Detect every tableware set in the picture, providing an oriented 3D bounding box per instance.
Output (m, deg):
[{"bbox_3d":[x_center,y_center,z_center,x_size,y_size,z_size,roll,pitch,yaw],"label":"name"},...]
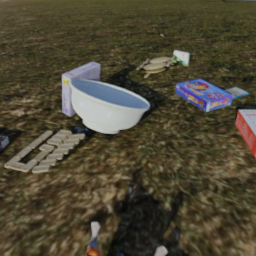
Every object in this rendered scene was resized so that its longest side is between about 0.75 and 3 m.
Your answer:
[{"bbox_3d":[1.683,-3.449,15.720,1.802,0.546,2.726,-2,24,19],"label":"tableware set"}]

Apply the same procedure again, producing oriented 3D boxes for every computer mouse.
[{"bbox_3d":[-1.264,0.130,10.124,1.624,0.276,0.476,1,31,2],"label":"computer mouse"}]

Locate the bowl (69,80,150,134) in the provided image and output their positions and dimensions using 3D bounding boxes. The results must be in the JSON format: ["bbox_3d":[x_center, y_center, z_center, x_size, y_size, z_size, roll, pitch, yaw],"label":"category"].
[{"bbox_3d":[-0.797,-0.660,10.026,2.917,1.311,2.917,17,18,-5],"label":"bowl"}]

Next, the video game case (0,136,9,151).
[{"bbox_3d":[-5.164,0.712,9.119,1.809,0.324,1.639,6,32,9],"label":"video game case"}]

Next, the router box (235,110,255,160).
[{"bbox_3d":[5.431,0.245,9.545,2.732,0.667,2.452,1,32,2],"label":"router box"}]

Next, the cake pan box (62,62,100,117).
[{"bbox_3d":[-1.879,-1.614,11.463,0.500,1.759,1.910,29,42,21],"label":"cake pan box"}]

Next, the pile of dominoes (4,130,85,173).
[{"bbox_3d":[-2.560,0.804,8.998,1.689,0.345,2.167,7,36,30],"label":"pile of dominoes"}]

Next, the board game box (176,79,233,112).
[{"bbox_3d":[3.353,-1.515,12.587,1.432,0.477,2.131,-15,35,-23],"label":"board game box"}]

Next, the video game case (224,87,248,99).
[{"bbox_3d":[4.980,-1.645,13.174,1.061,0.094,0.759,-16,36,-24],"label":"video game case"}]

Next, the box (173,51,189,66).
[{"bbox_3d":[3.147,-4.154,16.656,0.986,0.712,0.179,25,38,35],"label":"box"}]

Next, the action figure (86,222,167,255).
[{"bbox_3d":[-0.077,3.169,4.686,2.638,1.380,2.552,27,42,0],"label":"action figure"}]
